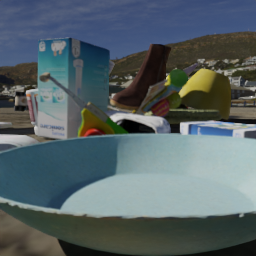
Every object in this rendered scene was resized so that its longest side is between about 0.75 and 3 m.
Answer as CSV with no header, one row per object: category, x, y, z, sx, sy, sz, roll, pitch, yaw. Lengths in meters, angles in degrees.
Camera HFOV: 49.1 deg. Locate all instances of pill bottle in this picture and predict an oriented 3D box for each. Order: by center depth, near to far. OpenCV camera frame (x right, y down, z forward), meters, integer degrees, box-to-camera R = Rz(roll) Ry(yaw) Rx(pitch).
pill bottle,-1.898,-0.368,6.223,0.559,0.978,0.559,-5,12,1

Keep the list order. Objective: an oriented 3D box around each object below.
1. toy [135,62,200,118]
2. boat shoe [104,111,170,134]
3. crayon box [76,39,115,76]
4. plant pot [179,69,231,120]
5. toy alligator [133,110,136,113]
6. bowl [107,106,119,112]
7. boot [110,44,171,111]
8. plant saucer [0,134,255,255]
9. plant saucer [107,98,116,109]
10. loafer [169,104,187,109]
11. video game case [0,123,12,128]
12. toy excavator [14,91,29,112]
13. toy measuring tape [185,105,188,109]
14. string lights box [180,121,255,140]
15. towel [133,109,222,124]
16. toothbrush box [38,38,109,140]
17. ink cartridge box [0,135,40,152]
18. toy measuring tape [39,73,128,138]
toy,1.044,-0.740,7.855,1.522,0.624,2.643,-29,-12,-16
boat shoe,-0.103,-0.010,4.825,1.607,0.591,0.525,-2,5,31
crayon box,-1.321,-1.153,7.361,1.216,2.047,0.596,30,-24,-15
plant pot,3.400,-1.535,11.955,2.354,1.671,2.354,18,10,-3
toy alligator,0.621,-0.562,12.524,0.474,0.344,1.430,25,0,-32
bowl,-1.049,-0.627,10.812,1.267,0.595,1.267,21,6,-2
boot,0.514,-1.983,10.517,1.033,2.374,2.854,28,28,29
plant saucer,0.137,0.342,1.852,2.092,0.403,2.092,0,5,0
plant saucer,-1.225,-1.115,13.216,0.301,1.563,1.563,-45,26,-22
loafer,1.345,-0.924,12.502,2.529,0.962,0.853,19,-9,-11
video game case,-4.178,-0.032,7.591,1.143,0.144,1.596,2,6,23
toy excavator,-3.280,-0.916,10.302,1.356,0.696,1.394,1,-1,10
toy measuring tape,3.059,-0.985,15.513,0.669,0.669,1.818,0,5,4
string lights box,1.400,0.153,4.003,0.694,0.398,1.350,-4,6,-23
towel,1.738,-0.426,10.023,2.700,0.493,2.003,-2,6,-24
toothbrush box,-1.105,-0.778,5.898,0.817,1.916,1.403,5,8,28
ink cartridge box,-1.377,0.253,3.848,1.059,0.302,0.861,-5,5,-6
toy measuring tape,-0.599,-0.076,3.579,1.450,0.533,0.533,38,0,-9
